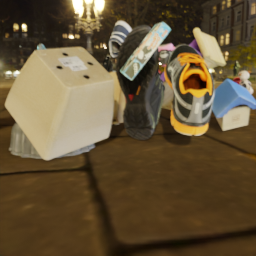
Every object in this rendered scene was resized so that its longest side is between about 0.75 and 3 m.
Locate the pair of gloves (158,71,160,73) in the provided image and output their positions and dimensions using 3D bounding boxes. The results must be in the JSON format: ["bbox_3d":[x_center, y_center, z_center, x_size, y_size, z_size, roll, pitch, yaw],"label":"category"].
[{"bbox_3d":[0.417,-1.408,11.600,2.256,0.320,2.807,-45,4,-6],"label":"pair of gloves"}]

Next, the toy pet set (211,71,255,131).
[{"bbox_3d":[2.784,-1.130,8.824,2.523,1.340,2.355,-14,44,3],"label":"toy pet set"}]

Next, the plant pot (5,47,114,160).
[{"bbox_3d":[-1.365,-0.719,6.222,1.857,1.646,1.859,-20,59,-43],"label":"plant pot"}]

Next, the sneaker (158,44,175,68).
[{"bbox_3d":[1.472,-2.623,10.609,0.745,0.899,1.886,-7,7,20],"label":"sneaker"}]

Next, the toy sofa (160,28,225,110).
[{"bbox_3d":[1.540,-1.766,8.835,1.311,1.112,2.686,8,-33,-30],"label":"toy sofa"}]

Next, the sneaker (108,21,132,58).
[{"bbox_3d":[0.088,-2.623,9.775,0.699,1.082,1.995,-12,-45,44],"label":"sneaker"}]

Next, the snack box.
[{"bbox_3d":[0.349,-1.708,6.275,0.252,1.359,0.789,36,8,-16],"label":"snack box"}]

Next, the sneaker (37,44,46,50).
[{"bbox_3d":[-2.110,-1.984,8.187,0.618,1.294,0.513,-38,0,7],"label":"sneaker"}]

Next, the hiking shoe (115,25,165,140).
[{"bbox_3d":[0.405,-1.241,7.694,1.114,2.941,1.480,7,18,18],"label":"hiking shoe"}]

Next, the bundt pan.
[{"bbox_3d":[-1.870,0.105,6.983,2.090,0.784,2.090,1,11,0],"label":"bundt pan"}]

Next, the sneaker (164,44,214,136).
[{"bbox_3d":[1.388,-1.102,6.100,1.037,1.023,2.650,0,49,0],"label":"sneaker"}]

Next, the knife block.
[{"bbox_3d":[-0.582,-1.395,9.631,0.926,2.542,2.895,-8,3,14],"label":"knife block"}]
